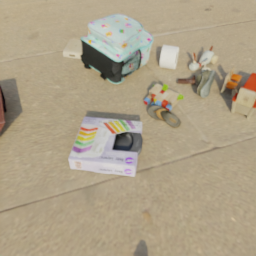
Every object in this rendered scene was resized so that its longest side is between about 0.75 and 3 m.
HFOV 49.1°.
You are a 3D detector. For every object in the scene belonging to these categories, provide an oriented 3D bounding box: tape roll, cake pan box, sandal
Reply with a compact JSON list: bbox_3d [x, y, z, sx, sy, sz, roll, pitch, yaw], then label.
[{"bbox_3d":[1.908,-3.280,13.013,0.706,1.029,1.029,12,45,13],"label":"tape roll"},{"bbox_3d":[-0.634,0.565,9.334,2.225,0.582,2.049,7,46,7],"label":"cake pan box"},{"bbox_3d":[1.320,-0.451,10.380,1.368,0.373,0.559,35,85,25],"label":"sandal"}]

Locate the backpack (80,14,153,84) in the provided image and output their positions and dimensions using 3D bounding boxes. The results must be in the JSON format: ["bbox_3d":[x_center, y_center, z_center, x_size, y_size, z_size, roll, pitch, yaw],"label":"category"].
[{"bbox_3d":[-0.372,-3.713,12.567,2.618,2.283,2.978,34,45,24],"label":"backpack"}]

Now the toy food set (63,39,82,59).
[{"bbox_3d":[-2.632,-4.036,14.331,0.968,0.408,1.349,10,53,9],"label":"toy food set"}]

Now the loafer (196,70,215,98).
[{"bbox_3d":[3.188,-1.877,11.883,0.654,0.706,1.878,10,37,23],"label":"loafer"}]

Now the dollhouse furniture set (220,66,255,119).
[{"bbox_3d":[4.924,-1.521,11.034,2.350,1.211,2.325,24,49,23],"label":"dollhouse furniture set"}]

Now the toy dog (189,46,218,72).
[{"bbox_3d":[3.586,-3.310,13.198,1.110,0.811,1.683,19,47,19],"label":"toy dog"}]

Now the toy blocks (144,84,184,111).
[{"bbox_3d":[1.306,-1.126,11.107,1.460,0.729,0.998,30,63,25],"label":"toy blocks"}]

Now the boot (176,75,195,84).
[{"bbox_3d":[2.556,-2.138,12.407,0.816,0.262,0.761,1,29,15],"label":"boot"}]

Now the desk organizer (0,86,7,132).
[{"bbox_3d":[-5.043,-0.569,10.259,1.014,0.944,2.633,-14,45,-18],"label":"desk organizer"}]
